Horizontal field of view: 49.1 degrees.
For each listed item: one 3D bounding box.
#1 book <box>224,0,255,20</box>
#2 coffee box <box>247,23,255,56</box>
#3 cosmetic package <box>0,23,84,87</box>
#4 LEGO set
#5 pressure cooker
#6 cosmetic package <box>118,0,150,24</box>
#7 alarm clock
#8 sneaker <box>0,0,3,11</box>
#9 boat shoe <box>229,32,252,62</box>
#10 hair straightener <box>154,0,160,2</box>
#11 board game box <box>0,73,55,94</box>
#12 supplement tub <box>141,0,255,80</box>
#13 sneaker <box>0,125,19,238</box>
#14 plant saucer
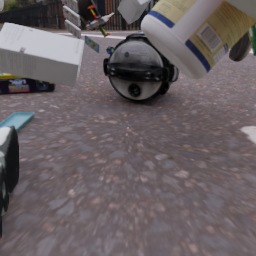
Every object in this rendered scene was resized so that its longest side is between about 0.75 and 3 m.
[{"bbox_3d":[1.644,-2.308,4.118,1.376,0.495,2.060,33,48,6],"label":"book"},{"bbox_3d":[3.196,-2.817,7.071,0.393,1.786,1.098,-16,-3,18],"label":"coffee box"},{"bbox_3d":[-0.959,-0.802,3.106,0.873,0.354,0.492,8,50,-10],"label":"cosmetic package"},{"bbox_3d":[-0.799,-2.191,5.987,1.412,1.055,0.347,38,66,14],"label":"LEGO set"},{"bbox_3d":[0.542,-2.043,9.520,2.199,2.233,2.500,-36,3,32],"label":"pressure cooker"},{"bbox_3d":[0.194,-4.343,9.835,0.535,0.745,1.319,-38,5,-19],"label":"cosmetic package"},{"bbox_3d":[-1.383,-3.765,8.539,0.667,1.351,2.004,-26,39,5],"label":"alarm clock"},{"bbox_3d":[-2.852,-2.683,5.548,0.788,0.592,1.582,25,-3,5],"label":"sneaker"},{"bbox_3d":[3.569,-3.330,8.883,0.864,2.356,0.878,8,15,-13],"label":"boat shoe"},{"bbox_3d":[0.808,-3.738,7.845,1.672,0.342,0.643,40,21,15],"label":"hair straightener"},{"bbox_3d":[-4.282,-2.005,11.268,2.610,0.740,2.158,-5,21,-11],"label":"board game box"},{"bbox_3d":[1.722,-2.513,5.950,1.828,2.532,1.828,42,10,-9],"label":"supplement tub"},{"bbox_3d":[-2.429,0.730,4.296,1.267,1.061,2.863,-1,22,-9],"label":"sneaker"},{"bbox_3d":[-3.065,-0.066,7.388,0.601,0.163,1.719,2,24,4],"label":"plant saucer"}]
